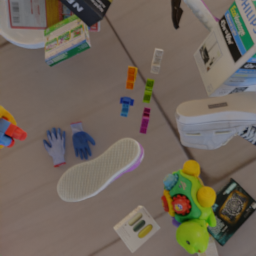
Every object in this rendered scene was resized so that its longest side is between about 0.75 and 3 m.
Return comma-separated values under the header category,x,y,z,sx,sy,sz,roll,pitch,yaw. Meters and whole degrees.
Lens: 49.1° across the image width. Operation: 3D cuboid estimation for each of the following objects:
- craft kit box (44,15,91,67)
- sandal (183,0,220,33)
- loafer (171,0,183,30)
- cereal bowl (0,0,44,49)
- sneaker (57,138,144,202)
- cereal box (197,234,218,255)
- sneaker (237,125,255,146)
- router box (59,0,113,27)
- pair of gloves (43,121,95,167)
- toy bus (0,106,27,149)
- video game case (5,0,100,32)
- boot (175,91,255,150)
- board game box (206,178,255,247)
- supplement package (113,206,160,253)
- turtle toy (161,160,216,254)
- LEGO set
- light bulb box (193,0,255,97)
category,x,y,z,sx,sy,sz,roll,pitch,yaw
craft kit box,-1.796,-2.580,8.106,1.365,0.331,1.348,-21,61,15
sandal,2.610,-2.918,7.904,0.669,2.722,1.108,-44,42,21
loafer,1.570,-3.655,8.889,0.374,0.383,1.049,-4,87,15
cereal bowl,-3.348,-4.039,9.813,2.688,1.120,2.688,0,89,-3
sneaker,-0.532,1.063,6.535,2.129,1.214,0.772,-29,74,5
cereal box,2.594,4.025,9.252,0.635,0.174,0.882,-12,83,-3
sneaker,3.223,0.005,7.734,1.224,0.791,2.257,-8,48,-32
router box,-1.342,-4.176,6.791,2.638,0.689,2.074,35,66,-33
pair of gloves,-2.037,0.548,9.734,1.740,0.198,1.399,-15,84,-1
toy bus,-3.174,-0.080,6.337,1.815,1.891,1.283,26,77,-5
video game case,-2.250,-4.009,8.491,2.773,0.242,1.983,-4,106,-16
boot,2.335,-0.116,6.532,2.368,1.132,0.871,-4,41,14
board game box,3.271,2.762,9.304,1.872,0.264,1.266,-42,82,-10
supplement package,0.221,2.785,7.797,0.993,0.748,0.753,-37,83,-14
turtle toy,1.519,2.038,7.179,1.146,1.653,2.268,-14,45,-7
LEGO set,0.298,-1.128,7.579,0.890,0.957,2.333,11,121,1
light bulb box,3.210,-1.938,6.792,2.221,2.241,1.398,-6,68,-20
